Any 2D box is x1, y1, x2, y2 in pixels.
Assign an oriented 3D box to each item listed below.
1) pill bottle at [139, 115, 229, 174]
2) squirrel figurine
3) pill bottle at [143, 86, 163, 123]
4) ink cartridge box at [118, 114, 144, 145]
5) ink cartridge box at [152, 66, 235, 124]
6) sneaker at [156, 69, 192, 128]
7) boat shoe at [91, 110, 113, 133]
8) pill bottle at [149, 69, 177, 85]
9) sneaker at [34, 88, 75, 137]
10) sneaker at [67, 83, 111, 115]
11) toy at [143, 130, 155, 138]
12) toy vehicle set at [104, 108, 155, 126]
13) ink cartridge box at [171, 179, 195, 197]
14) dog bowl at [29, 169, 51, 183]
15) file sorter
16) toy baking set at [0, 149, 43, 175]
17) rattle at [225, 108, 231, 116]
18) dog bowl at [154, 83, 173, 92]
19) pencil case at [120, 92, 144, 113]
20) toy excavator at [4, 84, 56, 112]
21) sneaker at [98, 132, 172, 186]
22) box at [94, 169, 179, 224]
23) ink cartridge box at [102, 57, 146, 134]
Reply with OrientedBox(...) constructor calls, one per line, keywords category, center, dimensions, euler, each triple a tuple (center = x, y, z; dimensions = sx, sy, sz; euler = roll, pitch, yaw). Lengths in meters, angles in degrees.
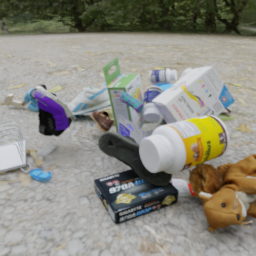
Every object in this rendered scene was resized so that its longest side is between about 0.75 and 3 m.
OrientedBox(category="pill bottle", center=(1.524, 0.463, 7.672), dimensions=(2.376, 1.298, 1.298), euler=(-14, 29, -30))
OrientedBox(category="squirrel figurine", center=(2.750, 1.830, 7.706), dimensions=(2.258, 1.712, 2.419), euler=(-27, 19, -25))
OrientedBox(category="pill bottle", center=(0.978, -0.933, 11.070), dimensions=(0.780, 0.780, 1.348), euler=(3, 56, 7))
OrientedBox(category="ink cartridge box", center=(0.181, 0.501, 9.882), dimensions=(0.365, 1.682, 1.667), euler=(-15, 32, -27))
OrientedBox(category="ink cartridge box", center=(2.180, -0.889, 9.660), dimensions=(2.036, 1.499, 1.473), euler=(-39, 14, -4))
OrientedBox(category="sneaker", center=(1.964, -1.034, 11.202), dimensions=(1.124, 2.792, 1.067), euler=(3, 32, -11))
OrientedBox(category="boat shoe", center=(-1.022, -0.373, 11.422), dimensions=(0.641, 0.640, 1.821), euler=(31, 8, -31))
OrientedBox(category="pill bottle", center=(1.323, -1.936, 10.574), dimensions=(0.976, 0.542, 0.542), euler=(-1, 24, 20))
OrientedBox(category="sneaker", center=(-2.733, -0.340, 9.889), dimensions=(0.902, 2.594, 1.290), euler=(31, 77, 18))
OrientedBox(category="sneaker", center=(-2.025, -1.320, 13.648), dimensions=(2.909, 1.175, 1.113), euler=(-15, 4, 16))
OrientedBox(category="toy", center=(1.162, 0.632, 10.994), dimensions=(1.245, 0.510, 2.162), euler=(-7, 17, -16))
OrientedBox(category="toy vehicle set", center=(0.057, -0.623, 13.913), dimensions=(2.394, 0.317, 1.488), euler=(-4, 26, -9))
OrientedBox(category="ink cartridge box", center=(1.819, 1.875, 8.810), dimensions=(0.827, 0.236, 0.672), euler=(-5, 25, 0))
OrientedBox(category="dog bowl", center=(-2.923, 1.607, 9.369), dimensions=(0.784, 0.194, 0.437), euler=(12, 28, 22))
OrientedBox(category="file sorter", center=(-4.378, 0.663, 10.022), dimensions=(1.134, 1.017, 1.634), euler=(-14, 31, -12))
OrientedBox(category="toy baking set", center=(-3.914, 1.227, 10.184), dimensions=(1.849, 0.215, 1.419), euler=(-7, 32, -1))
OrientedBox(category="rattle", center=(4.457, -1.499, 14.602), dimensions=(1.317, 1.445, 2.022), euler=(5, 9, -44))
OrientedBox(category="dog bowl", center=(2.224, -1.592, 12.228), dimensions=(2.333, 0.578, 1.300), euler=(-3, 26, 11))
OrientedBox(category="pencil case", center=(0.112, -0.874, 9.701), dimensions=(0.885, 0.377, 0.409), euler=(35, 59, 24))
OrientedBox(category="toy excavator", center=(-5.233, -1.429, 14.871), dimensions=(2.072, 2.131, 1.065), euler=(43, 21, -13))
OrientedBox(category="sneaker", center=(0.316, 0.894, 8.750), dimensions=(2.429, 0.929, 1.392), euler=(28, 5, 12))
OrientedBox(category="box", center=(0.211, 1.895, 8.409), dimensions=(2.060, 0.474, 1.637), euler=(-11, 28, -23))
OrientedBox(category="ink cartridge box", center=(-0.060, -1.256, 11.163), dimensions=(0.857, 2.888, 1.500), euler=(1, 29, 24))
